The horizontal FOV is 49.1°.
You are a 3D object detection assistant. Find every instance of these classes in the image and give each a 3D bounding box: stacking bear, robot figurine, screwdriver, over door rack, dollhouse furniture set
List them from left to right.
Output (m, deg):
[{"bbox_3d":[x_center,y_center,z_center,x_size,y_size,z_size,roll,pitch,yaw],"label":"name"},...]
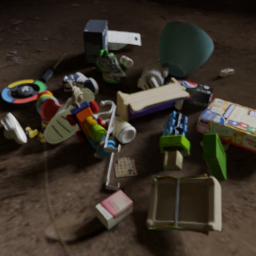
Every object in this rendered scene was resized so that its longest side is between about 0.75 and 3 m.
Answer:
[{"bbox_3d":[-3.387,-1.016,11.714,0.951,1.015,1.672,-49,40,5],"label":"stacking bear"},{"bbox_3d":[-3.813,-3.223,14.514,0.368,0.384,2.639,-22,37,38],"label":"screwdriver"},{"bbox_3d":[-0.746,0.511,9.149,0.820,1.820,2.463,-3,40,-5],"label":"over door rack"},{"bbox_3d":[1.146,-2.374,13.173,1.595,1.062,1.881,-15,34,25],"label":"robot figurine"},{"bbox_3d":[1.853,1.828,8.500,1.960,1.501,2.991,-6,54,25],"label":"dollhouse furniture set"}]

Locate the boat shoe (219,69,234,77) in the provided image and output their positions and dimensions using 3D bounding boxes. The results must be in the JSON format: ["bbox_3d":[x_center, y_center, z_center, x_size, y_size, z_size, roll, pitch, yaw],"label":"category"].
[{"bbox_3d":[4.970,-2.836,14.309,0.953,0.342,0.284,-16,37,-24],"label":"boat shoe"}]

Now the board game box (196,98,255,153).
[{"bbox_3d":[4.271,-0.103,10.546,2.799,0.648,2.120,22,36,24],"label":"board game box"}]

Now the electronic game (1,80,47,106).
[{"bbox_3d":[-4.734,-1.630,12.784,2.029,0.422,2.029,0,39,0],"label":"electronic game"}]

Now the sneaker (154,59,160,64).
[{"bbox_3d":[1.624,-3.465,14.944,1.330,0.482,0.478,-28,49,-28],"label":"sneaker"}]

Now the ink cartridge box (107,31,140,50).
[{"bbox_3d":[-0.401,-5.340,17.253,2.227,0.558,1.806,6,39,-5],"label":"ink cartridge box"}]

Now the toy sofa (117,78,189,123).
[{"bbox_3d":[1.003,-0.955,11.421,2.783,1.152,1.358,-17,47,-20],"label":"toy sofa"}]

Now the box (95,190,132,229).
[{"bbox_3d":[-0.397,2.323,8.003,0.913,0.497,0.584,-29,48,-30],"label":"box"}]

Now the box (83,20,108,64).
[{"bbox_3d":[-1.742,-4.735,15.413,1.064,1.812,1.782,3,41,4],"label":"box"}]

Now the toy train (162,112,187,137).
[{"bbox_3d":[1.652,0.144,10.237,0.721,0.950,1.663,25,45,-5],"label":"toy train"}]

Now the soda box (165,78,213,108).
[{"bbox_3d":[2.667,-1.584,12.482,2.058,0.728,0.652,18,40,20],"label":"soda box"}]

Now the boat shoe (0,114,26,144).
[{"bbox_3d":[-4.419,0.112,10.618,0.607,0.638,1.772,-38,57,-8],"label":"boat shoe"}]

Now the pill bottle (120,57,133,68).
[{"bbox_3d":[-0.110,-3.543,15.002,0.449,0.449,0.788,-16,34,-19],"label":"pill bottle"}]

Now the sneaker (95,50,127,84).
[{"bbox_3d":[-0.906,-3.011,13.835,0.993,1.084,2.545,-16,45,-30],"label":"sneaker"}]

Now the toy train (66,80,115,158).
[{"bbox_3d":[-1.302,-0.199,9.323,1.139,2.691,1.557,-33,52,-11],"label":"toy train"}]

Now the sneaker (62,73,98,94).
[{"bbox_3d":[-2.290,-1.940,12.889,1.106,0.715,2.039,-21,37,-31],"label":"sneaker"}]

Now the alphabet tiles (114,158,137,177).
[{"bbox_3d":[-0.109,1.331,9.561,0.693,0.031,0.829,-5,40,-6],"label":"alphabet tiles"}]

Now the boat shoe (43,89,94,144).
[{"bbox_3d":[-2.338,-0.389,10.919,2.634,0.984,0.901,-52,19,-26],"label":"boat shoe"}]

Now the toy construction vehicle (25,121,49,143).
[{"bbox_3d":[-3.332,0.087,10.774,1.055,0.372,0.918,27,47,29],"label":"toy construction vehicle"}]

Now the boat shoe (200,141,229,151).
[{"bbox_3d":[3.120,0.585,10.090,1.017,0.320,0.371,11,40,-5],"label":"boat shoe"}]

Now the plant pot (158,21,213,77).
[{"bbox_3d":[2.562,-3.615,13.825,2.684,2.684,1.807,23,79,25],"label":"plant pot"}]

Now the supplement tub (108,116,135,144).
[{"bbox_3d":[-0.265,0.058,10.546,0.704,0.704,0.971,-24,46,-26],"label":"supplement tub"}]
